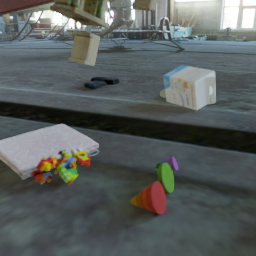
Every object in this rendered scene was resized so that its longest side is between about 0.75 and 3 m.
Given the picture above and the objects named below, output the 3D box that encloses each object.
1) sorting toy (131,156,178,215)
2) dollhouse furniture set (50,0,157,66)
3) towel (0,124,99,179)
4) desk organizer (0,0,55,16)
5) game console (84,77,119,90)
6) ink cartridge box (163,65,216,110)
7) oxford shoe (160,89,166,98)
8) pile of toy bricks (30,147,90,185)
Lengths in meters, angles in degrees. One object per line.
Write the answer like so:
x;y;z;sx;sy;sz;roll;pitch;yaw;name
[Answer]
0.463;0.973;4.972;0.529;0.533;1.537;-16;14;27;sorting toy
-0.594;-2.917;6.857;2.435;2.753;1.530;18;11;31;dollhouse furniture set
-1.894;0.445;6.390;1.885;0.304;1.800;-18;28;-38;towel
-2.560;-2.789;5.774;0.729;0.783;2.033;6;32;32;desk organizer
-1.380;-2.132;13.208;1.221;0.249;2.070;9;22;24;game console
2.242;-1.429;9.884;1.055;1.083;1.684;-30;33;-27;ink cartridge box
1.859;-1.379;11.149;1.185;0.446;0.342;-10;-19;-5;oxford shoe
-1.197;0.811;5.266;0.566;0.636;1.147;46;26;18;pile of toy bricks
